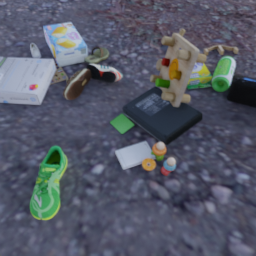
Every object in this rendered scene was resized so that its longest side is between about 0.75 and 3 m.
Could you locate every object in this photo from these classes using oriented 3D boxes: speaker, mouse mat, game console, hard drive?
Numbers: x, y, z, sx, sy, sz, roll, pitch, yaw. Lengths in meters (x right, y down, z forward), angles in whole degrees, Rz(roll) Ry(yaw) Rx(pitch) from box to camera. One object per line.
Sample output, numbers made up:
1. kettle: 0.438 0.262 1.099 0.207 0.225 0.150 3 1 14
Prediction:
1. speaker: 3.991 -2.265 11.681 0.768 0.768 1.738 17 49 15
2. mouse mat: -0.223 -0.150 10.133 0.627 0.029 0.779 -36 57 -16
3. game console: 5.351 -1.521 10.446 2.831 2.489 1.647 17 78 16
4. hard drive: 1.134 -0.513 9.757 1.655 0.390 2.371 -34 45 -18
5. hard drive: 0.226 0.884 9.159 1.115 0.149 0.736 -17 49 -16

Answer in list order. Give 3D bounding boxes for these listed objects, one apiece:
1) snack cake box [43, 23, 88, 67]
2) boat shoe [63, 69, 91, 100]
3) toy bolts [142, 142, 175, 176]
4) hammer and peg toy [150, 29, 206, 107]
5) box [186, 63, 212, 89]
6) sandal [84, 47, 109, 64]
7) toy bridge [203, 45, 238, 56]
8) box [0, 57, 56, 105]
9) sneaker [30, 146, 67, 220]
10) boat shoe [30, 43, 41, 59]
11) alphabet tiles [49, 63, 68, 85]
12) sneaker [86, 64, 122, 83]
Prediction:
1. snack cake box: -2.953 -3.973 13.181 1.418 0.829 2.466 -18 50 -18
2. boat shoe: -2.184 -1.741 11.331 0.691 0.690 1.868 7 39 23
3. toy bolts: 0.988 0.994 8.601 0.931 0.676 0.975 -37 67 -28
4. hammer and peg toy: 1.524 -2.265 9.816 0.995 2.076 2.823 6 32 -17
5. box: 2.790 -2.385 12.001 1.118 0.461 1.906 -8 49 -7
6. sandal: -1.388 -3.368 12.730 0.721 0.518 1.816 13 33 12
7. toy bridge: 4.421 -3.736 13.406 1.638 0.223 0.550 -4 47 -4
8. box: -4.733 -1.995 11.468 2.965 0.610 2.312 2 49 6
9. sneaker: -2.323 1.499 8.028 0.851 0.960 2.298 1 48 -1
10. boat shoe: -4.397 -3.680 13.194 0.393 0.454 1.064 -17 49 -15
11. alphabet tiles: -3.617 -2.260 12.147 1.666 0.063 1.393 -22 51 -19
12. sneaker: -1.003 -2.337 11.977 1.682 0.592 0.786 22 25 29
